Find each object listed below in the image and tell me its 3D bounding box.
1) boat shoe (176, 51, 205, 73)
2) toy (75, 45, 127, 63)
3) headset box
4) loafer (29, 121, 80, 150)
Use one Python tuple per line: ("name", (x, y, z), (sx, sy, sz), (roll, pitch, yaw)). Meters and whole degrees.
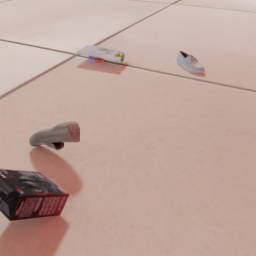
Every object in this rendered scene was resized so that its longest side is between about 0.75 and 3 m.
("boat shoe", (2.193, -2.364, 9.947), (0.509, 0.453, 1.385), (-20, 40, -26))
("toy", (-0.971, -2.662, 10.416), (1.723, 0.407, 0.992), (12, 35, 19))
("headset box", (-1.645, 1.091, 4.686), (0.866, 0.450, 1.164), (27, 4, 32))
("loafer", (-1.595, 0.244, 5.990), (1.425, 0.497, 0.498), (-16, -5, 36))
